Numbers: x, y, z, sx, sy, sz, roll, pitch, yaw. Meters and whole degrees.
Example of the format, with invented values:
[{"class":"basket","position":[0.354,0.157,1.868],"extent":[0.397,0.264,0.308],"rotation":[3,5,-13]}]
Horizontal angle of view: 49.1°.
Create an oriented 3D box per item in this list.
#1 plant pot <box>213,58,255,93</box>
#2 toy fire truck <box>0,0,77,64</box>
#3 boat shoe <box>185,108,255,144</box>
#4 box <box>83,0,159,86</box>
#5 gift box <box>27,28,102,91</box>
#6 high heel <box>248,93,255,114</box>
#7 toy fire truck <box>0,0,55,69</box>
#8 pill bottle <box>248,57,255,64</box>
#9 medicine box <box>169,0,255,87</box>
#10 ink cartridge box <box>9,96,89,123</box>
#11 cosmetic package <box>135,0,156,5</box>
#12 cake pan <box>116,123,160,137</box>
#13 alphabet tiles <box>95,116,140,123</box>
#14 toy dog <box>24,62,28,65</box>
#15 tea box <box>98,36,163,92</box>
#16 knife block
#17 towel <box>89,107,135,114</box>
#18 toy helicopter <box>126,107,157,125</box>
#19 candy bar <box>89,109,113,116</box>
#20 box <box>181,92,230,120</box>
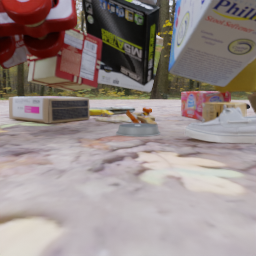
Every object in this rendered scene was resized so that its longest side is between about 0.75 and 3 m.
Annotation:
[{"class":"plant pot","position":[4.084,-2.395,10.231],"extent":[2.132,2.181,2.118],"rotation":[2,8,36]},{"class":"toy fire truck","position":[-2.502,-2.754,5.950],"extent":[2.683,2.253,1.504],"rotation":[-8,-17,-3]},{"class":"boat shoe","position":[2.463,-0.076,6.374],"extent":[2.280,0.781,0.821],"rotation":[2,8,19]},{"class":"box","position":[-0.290,-2.964,8.963],"extent":[2.641,2.551,0.628],"rotation":[34,55,25]},{"class":"gift box","position":[-1.719,-1.944,7.742],"extent":[1.593,1.706,1.575],"rotation":[2,-9,44]},{"class":"high heel","position":[5.844,-0.725,9.882],"extent":[2.103,1.054,2.951],"rotation":[-8,25,-11]},{"class":"toy fire truck","position":[-3.107,-3.158,8.772],"extent":[2.516,2.113,1.411],"rotation":[-28,54,-20]},{"class":"pill bottle","position":[3.094,-2.861,8.746],"extent":[1.120,1.120,1.991],"rotation":[-6,39,-39]},{"class":"medicine box","position":[2.006,-2.680,5.650],"extent":[1.426,2.523,2.770],"rotation":[12,-23,-6]},{"class":"ink cartridge box","position":[-3.204,-0.799,11.448],"extent":[2.568,0.964,2.115],"rotation":[6,8,35]},{"class":"cosmetic package","position":[-0.173,-3.433,6.118],"extent":[1.859,0.993,0.838],"rotation":[17,18,1]},{"class":"cake pan","position":[0.277,0.039,7.733],"extent":[1.219,0.224,1.219],"rotation":[0,7,0]},{"class":"alphabet tiles","position":[-0.146,-0.366,11.562],"extent":[1.873,0.071,2.250],"rotation":[6,9,42]},{"class":"toy dog","position":[-2.834,-3.059,10.687],"extent":[1.484,2.127,2.063],"rotation":[15,-24,14]},{"class":"tea box","position":[-0.019,-3.024,12.147],"extent":[2.386,2.348,1.595],"rotation":[8,21,-10]},{"class":"knife block","position":[3.835,-0.522,9.925],"extent":[2.109,0.769,2.402],"rotation":[-3,7,-12]},{"class":"towel","position":[-1.250,-1.021,15.372],"extent":[2.412,0.433,2.505],"rotation":[5,10,36]},{"class":"toy helicopter","position":[0.502,-0.292,9.303],"extent":[0.942,0.562,1.424],"rotation":[2,16,-20]},{"class":"candy bar","position":[-2.117,-0.789,13.950],"extent":[2.892,0.320,0.721],"rotation":[3,4,26]},{"class":"box","position":[3.368,-1.035,12.480],"extent":[1.264,1.166,2.463],"rotation":[-1,7,-9]}]
